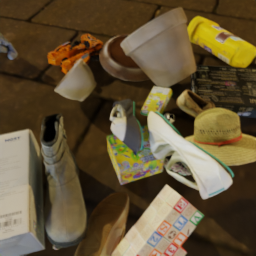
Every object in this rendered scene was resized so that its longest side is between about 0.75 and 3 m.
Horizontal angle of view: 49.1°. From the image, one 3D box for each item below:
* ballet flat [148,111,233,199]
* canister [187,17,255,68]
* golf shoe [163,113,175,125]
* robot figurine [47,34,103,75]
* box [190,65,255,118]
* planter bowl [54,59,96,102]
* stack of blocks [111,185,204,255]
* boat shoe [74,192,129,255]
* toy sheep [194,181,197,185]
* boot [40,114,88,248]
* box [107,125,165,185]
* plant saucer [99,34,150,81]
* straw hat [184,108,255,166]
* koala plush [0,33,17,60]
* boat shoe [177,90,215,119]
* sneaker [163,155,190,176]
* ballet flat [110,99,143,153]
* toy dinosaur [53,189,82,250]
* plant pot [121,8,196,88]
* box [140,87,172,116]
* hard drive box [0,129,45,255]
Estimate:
[{"bbox_3d":[1.111,0.559,6.648,1.010,1.010,2.910,-25,42,-20],"label":"ballet flat"},{"bbox_3d":[3.493,-3.194,10.536,1.662,0.969,2.238,-4,41,-45],"label":"canister"},{"bbox_3d":[1.294,-0.287,8.585,0.322,0.391,0.827,31,28,-11],"label":"golf shoe"},{"bbox_3d":[-1.886,-2.909,10.806,1.598,0.641,2.204,35,58,24],"label":"robot figurine"},{"bbox_3d":[3.432,-1.279,9.469,2.466,0.537,1.976,3,49,3],"label":"box"},{"bbox_3d":[-1.616,-1.439,9.133,0.909,1.350,1.350,40,50,-18],"label":"planter bowl"},{"bbox_3d":[0.642,2.230,5.593,1.867,1.075,0.547,-51,29,-5],"label":"stack of blocks"},{"bbox_3d":[-0.483,2.380,6.184,0.798,0.749,2.166,-4,31,28],"label":"boat shoe"},{"bbox_3d":[2.023,1.067,7.303,0.789,0.789,1.144,32,70,25],"label":"toy sheep"},{"bbox_3d":[-1.607,0.989,6.235,0.965,1.862,2.850,-12,35,-8],"label":"boot"},{"bbox_3d":[0.178,0.712,7.625,1.225,0.747,1.180,-14,51,-13],"label":"box"},{"bbox_3d":[0.164,-2.815,10.691,2.527,0.405,2.527,2,55,-3],"label":"plant saucer"},{"bbox_3d":[2.308,0.052,7.311,2.437,1.031,2.437,-7,16,2],"label":"straw hat"},{"bbox_3d":[-5.115,-2.936,10.675,1.047,1.085,1.181,29,67,23],"label":"koala plush"},{"bbox_3d":[2.337,-0.492,8.467,1.781,0.575,0.635,31,49,-4],"label":"boat shoe"},{"bbox_3d":[1.380,0.955,7.522,0.844,0.591,0.328,12,50,10],"label":"sneaker"},{"bbox_3d":[-0.113,-0.109,7.351,0.778,0.778,2.130,-4,35,-4],"label":"ballet flat"},{"bbox_3d":[-1.500,2.183,6.490,0.746,0.402,1.692,-24,28,19],"label":"toy dinosaur"},{"bbox_3d":[1.218,-2.461,9.301,2.302,2.302,1.997,-33,97,-25],"label":"plant pot"},{"bbox_3d":[0.897,-0.789,8.932,0.654,0.270,1.115,14,63,33],"label":"box"},{"bbox_3d":[-3.196,1.566,6.549,2.181,1.075,2.799,-12,49,-5],"label":"hard drive box"}]
